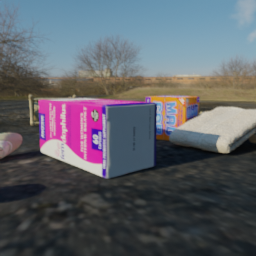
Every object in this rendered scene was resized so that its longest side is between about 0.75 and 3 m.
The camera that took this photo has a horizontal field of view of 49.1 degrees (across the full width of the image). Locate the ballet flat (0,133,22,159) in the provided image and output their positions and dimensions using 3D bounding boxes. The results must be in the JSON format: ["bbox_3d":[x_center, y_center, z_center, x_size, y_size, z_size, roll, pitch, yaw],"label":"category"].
[{"bbox_3d":[-3.352,0.551,6.614,1.922,0.668,0.668,-11,13,-43],"label":"ballet flat"}]

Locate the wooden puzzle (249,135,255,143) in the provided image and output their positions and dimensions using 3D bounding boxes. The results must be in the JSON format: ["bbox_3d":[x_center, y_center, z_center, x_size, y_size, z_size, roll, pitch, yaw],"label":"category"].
[{"bbox_3d":[4.663,0.329,7.707,1.916,0.357,1.773,3,-9,-10],"label":"wooden puzzle"}]

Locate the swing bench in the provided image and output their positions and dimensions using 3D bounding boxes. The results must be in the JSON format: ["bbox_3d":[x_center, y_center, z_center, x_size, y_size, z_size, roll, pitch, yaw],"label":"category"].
[{"bbox_3d":[-3.736,-0.884,13.853,2.155,1.405,2.166,-3,3,-18],"label":"swing bench"}]

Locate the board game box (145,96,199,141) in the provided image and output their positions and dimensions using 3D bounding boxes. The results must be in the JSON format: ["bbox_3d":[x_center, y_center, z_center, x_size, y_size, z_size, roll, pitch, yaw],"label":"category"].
[{"bbox_3d":[1.555,-0.383,9.805,1.440,1.441,1.440,5,9,31],"label":"board game box"}]

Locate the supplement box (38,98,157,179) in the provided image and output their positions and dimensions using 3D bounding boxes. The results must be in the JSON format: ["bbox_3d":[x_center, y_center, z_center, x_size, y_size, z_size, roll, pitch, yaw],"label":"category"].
[{"bbox_3d":[-0.843,0.063,6.669,1.467,1.437,2.839,-7,11,-41],"label":"supplement box"}]

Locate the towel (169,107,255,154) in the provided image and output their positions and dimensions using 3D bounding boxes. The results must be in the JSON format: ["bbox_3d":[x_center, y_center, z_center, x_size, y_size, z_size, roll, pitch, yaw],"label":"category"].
[{"bbox_3d":[2.860,-0.059,8.476,2.903,0.500,1.924,-25,23,-38],"label":"towel"}]

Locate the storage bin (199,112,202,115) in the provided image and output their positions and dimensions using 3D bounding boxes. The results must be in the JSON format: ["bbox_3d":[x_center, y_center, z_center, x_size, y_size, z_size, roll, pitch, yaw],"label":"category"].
[{"bbox_3d":[3.995,-0.286,11.792,1.528,0.721,1.539,-6,11,-33],"label":"storage bin"}]
